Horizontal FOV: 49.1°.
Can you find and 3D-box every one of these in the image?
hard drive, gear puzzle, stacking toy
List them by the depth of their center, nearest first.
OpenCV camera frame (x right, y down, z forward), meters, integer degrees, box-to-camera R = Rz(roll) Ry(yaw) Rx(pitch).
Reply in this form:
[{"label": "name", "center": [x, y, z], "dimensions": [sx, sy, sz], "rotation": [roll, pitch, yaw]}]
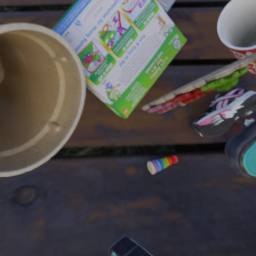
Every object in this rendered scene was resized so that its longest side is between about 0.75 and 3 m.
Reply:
[{"label": "hard drive", "center": [0.565, 2.540, 3.728], "dimensions": [2.025, 1.415, 0.383], "rotation": [23, 36, 39]}, {"label": "gear puzzle", "center": [1.576, -0.786, 4.674], "dimensions": [1.473, 2.843, 0.372], "rotation": [-29, 95, -36]}, {"label": "stacking toy", "center": [0.956, 0.945, 7.578], "dimensions": [0.841, 0.359, 0.359], "rotation": [-19, 58, -18]}]

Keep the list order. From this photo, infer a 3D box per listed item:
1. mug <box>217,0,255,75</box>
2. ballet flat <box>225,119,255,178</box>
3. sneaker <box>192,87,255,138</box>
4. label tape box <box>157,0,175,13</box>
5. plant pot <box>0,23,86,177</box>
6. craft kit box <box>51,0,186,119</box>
[{"label": "mug", "center": [3.017, -2.160, 6.303], "dimensions": [1.273, 1.908, 1.694], "rotation": [31, 97, 35]}, {"label": "ballet flat", "center": [2.462, -0.141, 4.319], "dimensions": [2.356, 0.861, 0.861], "rotation": [-37, 62, -2]}, {"label": "sneaker", "center": [2.782, -0.517, 8.391], "dimensions": [2.241, 0.900, 0.968], "rotation": [-25, 39, -17]}, {"label": "label tape box", "center": [1.070, -3.802, 7.675], "dimensions": [0.716, 1.551, 2.165], "rotation": [33, 78, -9]}, {"label": "plant pot", "center": [-2.653, -0.828, 5.434], "dimensions": [2.466, 2.694, 2.694], "rotation": [27, 59, 33]}, {"label": "craft kit box", "center": [-0.195, -1.975, 6.421], "dimensions": [2.565, 2.533, 0.622], "rotation": [-52, 28, -7]}]
